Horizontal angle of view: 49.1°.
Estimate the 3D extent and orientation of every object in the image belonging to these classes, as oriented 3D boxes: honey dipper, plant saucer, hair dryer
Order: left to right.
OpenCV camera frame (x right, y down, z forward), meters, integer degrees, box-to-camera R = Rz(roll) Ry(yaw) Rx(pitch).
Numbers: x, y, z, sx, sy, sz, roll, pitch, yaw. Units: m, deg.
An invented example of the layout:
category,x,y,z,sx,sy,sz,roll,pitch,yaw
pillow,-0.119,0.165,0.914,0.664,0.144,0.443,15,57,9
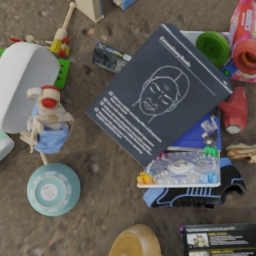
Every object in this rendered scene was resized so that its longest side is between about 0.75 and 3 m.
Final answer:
category,x,y,z,sx,sy,sz,roll,pitch,yaw
honey dipper,-2.139,-3.684,9.698,0.357,0.357,1.881,9,65,4
plant saucer,0.015,2.958,6.181,0.298,1.682,1.682,29,63,-30
hair dryer,2.688,-0.651,7.883,2.362,0.642,1.799,-23,90,-36

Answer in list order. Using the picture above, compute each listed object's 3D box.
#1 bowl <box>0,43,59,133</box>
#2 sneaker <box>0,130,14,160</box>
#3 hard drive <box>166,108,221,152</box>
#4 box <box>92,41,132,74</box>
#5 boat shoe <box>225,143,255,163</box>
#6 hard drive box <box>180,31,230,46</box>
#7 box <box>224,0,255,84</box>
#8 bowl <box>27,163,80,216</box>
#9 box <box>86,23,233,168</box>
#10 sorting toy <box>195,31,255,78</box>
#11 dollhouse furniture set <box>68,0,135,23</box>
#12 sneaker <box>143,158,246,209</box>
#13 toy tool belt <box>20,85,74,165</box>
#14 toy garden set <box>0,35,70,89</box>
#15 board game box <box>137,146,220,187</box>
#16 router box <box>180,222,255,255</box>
category,x,y,z,sx,sy,sz,roll,pitch,yaw
bowl,-2.799,-1.043,7.286,0.851,2.277,2.281,23,90,2
sneaker,-4.548,0.792,7.297,1.569,0.979,2.660,42,63,3
hard drive,1.852,-0.504,8.310,1.603,0.308,2.429,4,67,0
box,-0.499,-2.070,8.532,1.149,0.906,0.293,23,69,-4
boat shoe,3.417,0.720,7.728,1.407,0.532,0.520,0,72,9
hard drive box,2.099,-2.618,8.677,1.648,1.284,0.633,3,106,1
box,3.893,-2.855,8.821,1.226,1.281,2.569,13,67,6
bowl,-1.891,1.571,7.004,1.368,0.716,1.368,1,84,-8
box,0.702,-0.777,6.698,2.002,1.444,2.697,44,116,-4
sorting toy,2.827,-2.016,7.349,2.014,1.210,0.827,31,64,33
dollhouse furniture set,-0.919,-5.392,9.747,2.337,1.615,2.476,42,72,16
sneaker,1.713,1.606,7.031,2.586,0.907,1.007,-19,55,-10
toy tool belt,-1.844,0.039,6.481,1.208,1.935,1.189,2,62,-18
toy garden set,-2.907,-2.160,8.883,2.109,0.421,1.758,10,69,-4
board game box,1.272,0.893,6.818,1.794,1.795,0.232,-5,107,19
router box,2.273,3.038,6.692,1.883,0.481,1.404,-2,66,-1
